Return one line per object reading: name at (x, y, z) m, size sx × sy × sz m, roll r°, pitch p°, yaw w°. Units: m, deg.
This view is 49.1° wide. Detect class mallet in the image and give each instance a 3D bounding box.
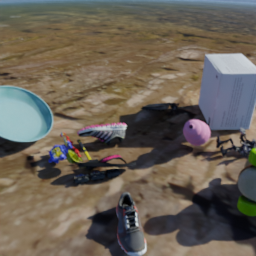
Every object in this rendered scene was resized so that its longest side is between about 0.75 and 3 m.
mallet at (-1.371, 0.853, 9.522) m, size 0.441 × 0.275 × 1.338 m, roll -7°, pitch 44°, yaw -24°

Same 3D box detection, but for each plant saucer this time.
plant saucer at (-4.189, -0.440, 10.464) m, size 2.705 × 0.486 × 2.705 m, roll 24°, pitch 39°, yaw -21°

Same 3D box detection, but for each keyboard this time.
keyboard at (1.369, -0.728, 11.525) m, size 1.427 × 0.543 × 2.742 m, roll -3°, pitch 7°, yaw 11°

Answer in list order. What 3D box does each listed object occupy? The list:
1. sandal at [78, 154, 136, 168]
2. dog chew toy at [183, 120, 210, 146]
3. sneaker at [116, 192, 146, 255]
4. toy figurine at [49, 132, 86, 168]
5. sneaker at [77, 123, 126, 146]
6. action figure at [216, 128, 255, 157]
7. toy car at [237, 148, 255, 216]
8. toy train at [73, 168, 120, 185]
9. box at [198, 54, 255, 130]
sandal at (-0.646, 1.037, 8.811) m, size 1.831 × 0.413 × 0.688 m, roll 2°, pitch -11°, yaw -9°
dog chew toy at (2.313, 0.120, 9.657) m, size 0.892 × 0.892 × 1.432 m, roll 18°, pitch -4°, yaw 27°
sneaker at (0.008, 2.316, 6.968) m, size 0.654 × 0.695 × 1.696 m, roll -7°, pitch 36°, yaw -13°
toy figurine at (-2.213, 0.980, 9.453) m, size 0.954 × 0.840 × 1.593 m, roll -37°, pitch 45°, yaw -1°
sneaker at (-0.918, 0.285, 10.132) m, size 1.779 × 0.778 × 0.656 m, roll -6°, pitch 7°, yaw -12°
action figure at (3.924, 0.570, 9.715) m, size 1.556 × 0.794 × 0.925 m, roll -4°, pitch 47°, yaw -5°
toy car at (4.001, 1.276, 7.906) m, size 1.692 × 1.761 × 2.144 m, roll 12°, pitch 22°, yaw 18°
toy train at (-0.987, 1.489, 8.741) m, size 1.479 × 0.252 × 0.339 m, roll -9°, pitch 27°, yaw -15°
box at (4.040, -1.521, 11.507) m, size 1.600 × 2.435 × 2.448 m, roll 0°, pitch 32°, yaw 0°
